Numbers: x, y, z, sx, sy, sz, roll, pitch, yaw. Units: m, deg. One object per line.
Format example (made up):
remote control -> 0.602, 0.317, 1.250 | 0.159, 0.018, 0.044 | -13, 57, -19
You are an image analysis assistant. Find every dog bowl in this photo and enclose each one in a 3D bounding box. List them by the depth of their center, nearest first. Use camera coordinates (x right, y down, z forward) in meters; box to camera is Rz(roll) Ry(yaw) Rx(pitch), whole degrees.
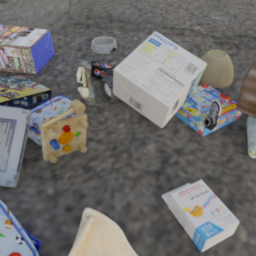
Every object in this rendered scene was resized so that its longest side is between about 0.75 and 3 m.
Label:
dog bowl -> -1.208, -4.144, 13.956 | 1.329, 0.390, 1.329 | 1, 41, 0

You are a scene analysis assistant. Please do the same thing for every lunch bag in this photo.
lunch bag -> -2.934, 2.611, 5.576 | 2.038, 0.961, 2.544 | -26, 47, -36
lunch bag -> -2.542, -0.307, 9.195 | 1.572, 0.741, 1.962 | 30, 48, 33

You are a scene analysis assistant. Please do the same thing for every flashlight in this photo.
flashlight -> 0.303, -1.864, 10.863 | 2.806, 0.950, 0.954 | -26, 43, -26

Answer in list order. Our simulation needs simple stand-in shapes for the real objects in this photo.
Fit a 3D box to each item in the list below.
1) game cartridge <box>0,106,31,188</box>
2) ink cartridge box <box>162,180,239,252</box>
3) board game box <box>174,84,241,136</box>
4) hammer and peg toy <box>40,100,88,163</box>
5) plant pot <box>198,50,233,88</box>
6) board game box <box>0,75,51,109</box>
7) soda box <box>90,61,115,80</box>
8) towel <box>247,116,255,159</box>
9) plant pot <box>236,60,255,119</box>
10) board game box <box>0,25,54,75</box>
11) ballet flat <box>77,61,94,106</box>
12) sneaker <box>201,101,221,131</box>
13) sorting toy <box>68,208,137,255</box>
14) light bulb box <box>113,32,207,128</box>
game cartridge -> -3.580, 0.459, 7.649 | 1.444, 0.450, 2.169 | 6, 74, 0
ink cartridge box -> 1.639, 1.913, 6.691 | 0.965, 0.569, 1.677 | -19, 44, -21
board game box -> 2.672, -0.693, 9.793 | 1.824, 0.510, 1.786 | -23, 45, -25
hammer and peg toy -> -1.768, 0.048, 7.645 | 1.357, 1.846, 0.651 | -19, 47, -29
plant pot -> 3.565, -2.538, 11.515 | 1.648, 1.107, 1.648 | -1, 41, 0
board game box -> -4.366, -1.182, 9.891 | 1.814, 0.463, 2.677 | 27, 32, 28
soda box -> -0.920, -2.295, 11.590 | 1.538, 0.544, 0.487 | 20, 36, 17
towel -> 4.713, 0.374, 8.570 | 2.010, 0.484, 1.720 | 10, 41, 12
plant pot -> 4.529, -0.927, 7.976 | 2.267, 2.290, 2.290 | 26, 47, 28
board game box -> -4.996, -3.527, 12.528 | 2.630, 1.274, 2.097 | 8, 41, 9
ballet flat -> -1.574, -1.558, 9.983 | 0.575, 1.599, 0.575 | -3, 15, 1
sneaker -> 2.451, -0.370, 8.261 | 0.522, 0.917, 0.346 | 6, 6, -45
sorting toy -> -0.386, 3.106, 4.903 | 2.223, 1.319, 2.469 | 21, 43, 12
light bulb box -> 0.978, -1.577, 9.081 | 2.133, 1.343, 2.152 | 37, 66, 14
